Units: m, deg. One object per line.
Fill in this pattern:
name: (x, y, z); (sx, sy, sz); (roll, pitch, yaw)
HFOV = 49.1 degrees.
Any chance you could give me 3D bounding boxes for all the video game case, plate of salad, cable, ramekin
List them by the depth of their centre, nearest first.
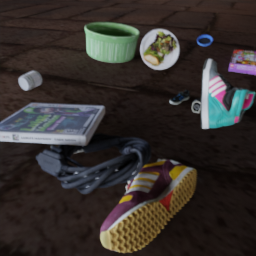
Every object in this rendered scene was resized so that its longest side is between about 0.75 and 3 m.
cable: (-0.635, 0.733, 6.701); (2.407, 0.749, 2.950); (-15, 14, -42)
video game case: (-2.182, -0.211, 8.289); (2.588, 0.332, 2.847); (2, 20, 4)
plate of salad: (1.265, -3.096, 11.048); (1.574, 1.574, 0.378); (-3, 8, -4)
ramekin: (-0.837, -4.257, 13.964); (2.685, 1.311, 2.685); (6, 33, -4)

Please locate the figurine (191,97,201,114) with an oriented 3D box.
figurine: (2.901, -0.820, 9.726); (1.107, 0.477, 1.080); (18, 33, 25)

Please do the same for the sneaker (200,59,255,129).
sneaker: (2.043, -0.746, 5.775); (1.028, 0.712, 1.702); (2, 61, 16)

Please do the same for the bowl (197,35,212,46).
bowl: (4.408, -5.017, 16.134); (0.845, 0.166, 0.845); (-5, 55, 8)

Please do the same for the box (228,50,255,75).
box: (5.656, -3.135, 13.246); (1.494, 0.427, 2.183); (12, 35, 18)

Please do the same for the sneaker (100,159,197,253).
sneaker: (0.277, 1.478, 5.825); (1.198, 0.996, 2.659); (19, 31, 41)

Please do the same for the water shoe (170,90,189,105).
water shoe: (1.872, -1.142, 10.248); (0.933, 0.368, 0.334); (-25, 41, -33)

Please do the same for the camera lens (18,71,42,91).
camera lens: (-3.883, -1.891, 11.178); (0.611, 0.611, 0.764); (18, 37, 25)
